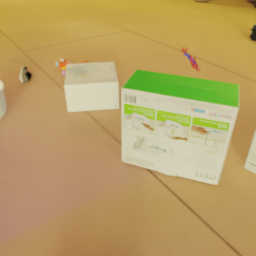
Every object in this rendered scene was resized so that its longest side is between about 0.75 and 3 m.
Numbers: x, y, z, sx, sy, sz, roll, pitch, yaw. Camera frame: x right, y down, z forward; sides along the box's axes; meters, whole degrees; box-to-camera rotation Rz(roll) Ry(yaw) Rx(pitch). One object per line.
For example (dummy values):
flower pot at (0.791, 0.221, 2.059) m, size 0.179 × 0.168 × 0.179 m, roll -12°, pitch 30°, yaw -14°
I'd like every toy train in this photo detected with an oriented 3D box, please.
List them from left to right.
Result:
toy train at (-2.435, -2.963, 12.897) m, size 1.940 × 0.540 × 1.457 m, roll -2°, pitch 35°, yaw -2°

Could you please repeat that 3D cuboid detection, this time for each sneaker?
sneaker at (-4.395, -2.315, 12.109) m, size 0.479 × 0.404 × 1.095 m, roll -4°, pitch 39°, yaw -8°

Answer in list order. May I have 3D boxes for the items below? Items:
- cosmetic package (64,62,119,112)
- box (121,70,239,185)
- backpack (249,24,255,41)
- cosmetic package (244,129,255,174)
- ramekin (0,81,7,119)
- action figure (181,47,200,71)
cosmetic package at (-1.338, -1.560, 10.379) m, size 1.845 × 1.138 × 1.851 m, roll -5°, pitch 37°, yaw -6°
box at (1.221, -0.021, 7.131) m, size 2.630 × 2.321 × 1.272 m, roll 11°, pitch 36°, yaw 16°
backpack at (7.673, -5.593, 16.238) m, size 0.836 × 0.985 × 1.110 m, roll 23°, pitch 43°, yaw 36°
cosmetic package at (3.997, 0.280, 7.298) m, size 1.006 × 1.636 × 1.631 m, roll 30°, pitch 44°, yaw 35°
ramekin at (-5.187, -0.839, 9.436) m, size 2.098 × 1.023 × 2.098 m, roll 1°, pitch 35°, yaw 0°
action figure at (2.038, -2.198, 8.999) m, size 0.314 × 0.248 × 0.961 m, roll 4°, pitch 56°, yaw -50°
